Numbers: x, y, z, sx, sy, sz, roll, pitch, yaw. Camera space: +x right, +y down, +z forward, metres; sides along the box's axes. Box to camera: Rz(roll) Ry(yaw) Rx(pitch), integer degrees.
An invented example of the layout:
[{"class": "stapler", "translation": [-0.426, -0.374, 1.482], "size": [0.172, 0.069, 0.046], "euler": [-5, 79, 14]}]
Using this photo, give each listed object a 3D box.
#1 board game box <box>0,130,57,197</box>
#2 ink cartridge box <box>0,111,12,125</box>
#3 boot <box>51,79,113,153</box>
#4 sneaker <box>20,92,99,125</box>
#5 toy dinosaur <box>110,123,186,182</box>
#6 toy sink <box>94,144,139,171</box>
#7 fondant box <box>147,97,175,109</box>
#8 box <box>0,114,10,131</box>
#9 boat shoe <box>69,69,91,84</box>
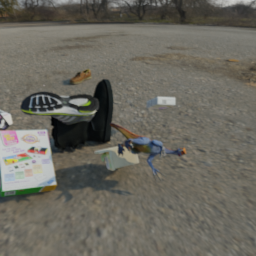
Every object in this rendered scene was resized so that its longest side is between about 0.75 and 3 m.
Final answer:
[{"class": "board game box", "translation": [-3.240, 1.033, 8.888], "size": [1.593, 0.420, 2.082], "euler": [-1, 56, -28]}, {"class": "ink cartridge box", "translation": [-6.177, -0.419, 13.137], "size": [1.196, 0.504, 0.865], "euler": [18, 32, 31]}, {"class": "boot", "translation": [-1.815, -0.474, 10.913], "size": [2.308, 2.817, 1.042], "euler": [-4, 23, -21]}, {"class": "sneaker", "translation": [-2.386, -0.559, 9.816], "size": [2.625, 1.063, 0.970], "euler": [4, 51, -11]}, {"class": "toy dinosaur", "translation": [0.750, 0.487, 8.600], "size": [1.963, 1.136, 2.163], "euler": [-4, 61, -31]}, {"class": "toy sink", "translation": [-0.406, 1.016, 9.474], "size": [1.293, 0.725, 0.843], "euler": [-10, -3, -16]}, {"class": "fondant box", "translation": [1.349, -1.025, 11.640], "size": [0.805, 0.325, 1.115], "euler": [0, -4, -18]}, {"class": "box", "translation": [-6.355, -0.348, 11.653], "size": [2.233, 1.281, 1.476], "euler": [20, 57, 33]}, {"class": "boat shoe", "translation": [-3.281, -3.510, 18.987], "size": [0.720, 0.680, 2.001], "euler": [14, 30, 25]}]
